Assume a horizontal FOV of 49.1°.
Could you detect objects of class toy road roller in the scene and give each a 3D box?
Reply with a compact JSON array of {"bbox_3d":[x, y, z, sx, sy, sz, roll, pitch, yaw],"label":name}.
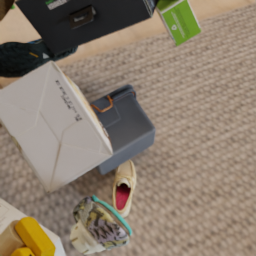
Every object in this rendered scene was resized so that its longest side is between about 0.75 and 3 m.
[{"bbox_3d":[-1.047,1.358,2.585,0.982,0.717,0.604,42,94,26],"label":"toy road roller"}]

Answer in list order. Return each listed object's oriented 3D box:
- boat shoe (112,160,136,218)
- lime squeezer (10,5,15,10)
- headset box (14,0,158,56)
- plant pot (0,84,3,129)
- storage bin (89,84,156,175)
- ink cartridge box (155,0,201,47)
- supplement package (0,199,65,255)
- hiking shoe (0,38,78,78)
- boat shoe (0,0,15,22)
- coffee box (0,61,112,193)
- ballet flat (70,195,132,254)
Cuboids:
[{"bbox_3d":[-0.088,1.373,6.677,0.536,0.503,1.455,3,62,2],"label":"boat shoe"},{"bbox_3d":[-3.073,-3.676,6.061,0.444,2.356,0.832,7,42,22],"label":"lime squeezer"},{"bbox_3d":[-0.563,-2.913,5.600,2.362,1.259,2.713,-10,43,29],"label":"headset box"},{"bbox_3d":[-3.311,-0.588,4.757,2.279,2.613,2.613,50,67,-19],"label":"plant pot"},{"bbox_3d":[-0.342,0.067,6.801,2.040,1.485,1.370,-31,64,-15],"label":"storage bin"},{"bbox_3d":[0.704,-2.316,5.046,0.522,1.378,1.018,-29,31,15],"label":"ink cartridge box"},{"bbox_3d":[-2.302,1.861,4.037,2.531,1.480,1.485,22,48,23],"label":"supplement package"},{"bbox_3d":[-2.285,-1.691,6.726,2.213,0.959,0.823,-18,101,-16],"label":"hiking shoe"},{"bbox_3d":[-2.322,-2.932,5.265,0.744,0.746,2.069,40,99,-1],"label":"boat shoe"},{"bbox_3d":[-1.066,-0.039,4.759,1.019,2.556,1.462,-32,93,-3],"label":"coffee box"},{"bbox_3d":[-0.463,1.359,3.807,0.706,1.962,0.706,2,81,-13],"label":"ballet flat"}]
